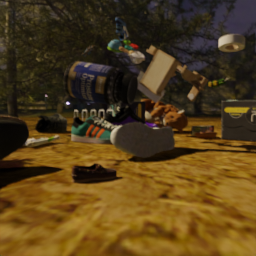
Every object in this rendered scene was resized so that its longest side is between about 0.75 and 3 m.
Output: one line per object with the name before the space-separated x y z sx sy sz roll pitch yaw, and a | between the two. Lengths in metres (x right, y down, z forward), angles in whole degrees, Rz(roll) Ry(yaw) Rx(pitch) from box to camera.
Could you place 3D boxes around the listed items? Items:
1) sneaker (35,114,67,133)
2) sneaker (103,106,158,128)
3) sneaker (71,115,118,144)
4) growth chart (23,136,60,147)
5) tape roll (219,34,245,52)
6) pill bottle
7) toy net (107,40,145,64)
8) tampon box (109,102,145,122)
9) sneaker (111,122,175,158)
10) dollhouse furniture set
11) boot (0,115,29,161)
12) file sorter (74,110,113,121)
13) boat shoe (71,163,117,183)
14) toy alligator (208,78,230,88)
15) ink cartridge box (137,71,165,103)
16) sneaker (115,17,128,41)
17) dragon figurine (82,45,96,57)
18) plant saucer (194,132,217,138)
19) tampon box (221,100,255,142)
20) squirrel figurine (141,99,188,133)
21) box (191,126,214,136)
sneaker | -4.475 -0.292 15.713 1.554 1.037 2.713 5 6 -27
sneaker | 0.166 -0.262 12.343 2.831 1.408 0.984 -3 4 -30
sneaker | -1.103 0.034 10.559 2.519 1.006 0.899 1 8 24
growth chart | -4.204 0.495 9.862 2.950 0.262 2.135 0 5 11
tape roll | 4.642 -3.777 12.538 1.125 0.393 1.125 3 -6 0
pill bottle | -0.887 -1.478 9.480 2.277 1.273 1.273 13 8 18
toy net | 0.085 -3.034 11.336 1.125 0.414 2.144 -5 38 -36
tampon box | -0.095 -0.566 15.041 1.399 1.660 2.216 -1 4 -19
sneaker | 0.307 0.372 7.823 0.980 0.930 2.434 -6 -9 41
dollhouse furniture set | 1.562 -1.823 10.206 1.467 1.253 2.830 41 19 34
boot | -2.631 0.520 4.796 1.934 1.083 2.796 9 22 40
file sorter | -1.878 -0.340 14.985 2.003 1.247 1.390 -2 4 -18
boat shoe | -0.585 0.779 4.986 0.855 0.301 0.301 -1 2 -31
toy alligator | 4.442 -2.168 13.694 0.475 0.344 1.433 -15 6 -22
ink cartridge box | 1.077 -1.964 13.061 1.445 0.507 1.778 39 -20 2
sneaker | -0.275 -3.676 10.461 0.344 0.383 0.930 23 -25 35
dragon figurine | -1.728 -3.382 12.246 0.410 0.243 0.825 -41 11 43
plant saucer | 3.377 0.311 12.163 0.967 0.181 0.967 0 -7 0
tampon box | 5.378 -0.349 11.911 1.954 1.646 2.608 3 5 39
squirrel figurine | 2.311 -0.602 15.586 2.615 1.851 2.441 -7 14 -38
box | 3.331 0.138 12.696 0.892 0.281 1.620 -1 -7 10
